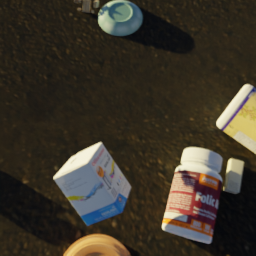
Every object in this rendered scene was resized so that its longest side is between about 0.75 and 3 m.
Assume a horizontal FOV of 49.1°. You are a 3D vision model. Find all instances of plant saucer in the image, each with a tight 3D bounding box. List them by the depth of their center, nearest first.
[{"bbox_3d":[-1.089,5.070,9.528,2.685,0.433,2.685,0,69,1],"label":"plant saucer"},{"bbox_3d":[-0.382,-5.471,13.569,2.200,0.423,2.200,0,69,-1],"label":"plant saucer"}]

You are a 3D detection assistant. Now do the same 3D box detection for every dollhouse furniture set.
[{"bbox_3d":[-2.057,-6.035,13.801,1.116,0.578,0.494,10,30,4],"label":"dollhouse furniture set"}]

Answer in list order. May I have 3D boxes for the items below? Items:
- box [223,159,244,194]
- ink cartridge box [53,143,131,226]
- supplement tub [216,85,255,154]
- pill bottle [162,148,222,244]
[{"bbox_3d":[4.049,1.857,10.754,0.508,0.422,1.235,16,70,6],"label":"box"},{"bbox_3d":[-1.022,1.663,8.474,1.315,1.339,1.819,-27,104,22],"label":"ink cartridge box"},{"bbox_3d":[5.071,-0.102,10.645,2.787,2.026,2.026,37,73,14],"label":"supplement tub"},{"bbox_3d":[2.349,2.329,9.882,1.691,1.691,2.962,15,71,6],"label":"pill bottle"}]
